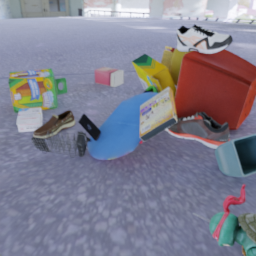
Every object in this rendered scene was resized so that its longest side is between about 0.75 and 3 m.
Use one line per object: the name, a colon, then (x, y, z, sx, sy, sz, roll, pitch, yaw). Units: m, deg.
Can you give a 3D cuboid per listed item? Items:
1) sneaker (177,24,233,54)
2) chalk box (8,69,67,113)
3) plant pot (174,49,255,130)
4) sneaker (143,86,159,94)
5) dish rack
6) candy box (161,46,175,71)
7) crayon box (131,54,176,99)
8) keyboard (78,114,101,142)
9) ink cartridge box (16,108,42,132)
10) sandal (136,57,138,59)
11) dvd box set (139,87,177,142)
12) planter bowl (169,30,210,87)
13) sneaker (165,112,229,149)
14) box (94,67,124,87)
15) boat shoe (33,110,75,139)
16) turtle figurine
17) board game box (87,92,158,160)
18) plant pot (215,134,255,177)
sneaker: (2.186, -2.683, 8.371, 1.862, 0.745, 0.687, 15, 47, 41)
chalk box: (-3.317, -1.451, 10.546, 2.023, 1.263, 1.254, -9, 28, -16)
plant pot: (2.980, -1.199, 9.107, 2.042, 2.315, 2.317, 24, 35, 27)
sneaker: (0.314, -0.638, 9.016, 0.734, 0.802, 1.882, 24, 63, 32)
dish rack: (-1.739, 0.396, 7.135, 1.340, 1.027, 0.365, 7, 62, -2)
candy box: (1.609, -2.578, 12.234, 0.489, 1.730, 1.009, 15, 29, 4)
crayon box: (1.113, -1.592, 10.308, 0.671, 1.678, 2.643, -30, 32, -2)
keyboard: (-1.130, 0.057, 7.929, 0.870, 0.553, 0.090, 45, 23, 26)
ink cartridge box: (-3.158, -0.220, 9.014, 0.714, 0.421, 1.240, -5, 27, -13)
sandal: (0.950, -3.798, 15.946, 1.011, 0.611, 2.485, -7, 27, -14)
dvd box set: (0.710, -0.360, 6.874, 0.975, 0.196, 1.332, -33, 30, 25)
planter bowl: (2.288, -2.354, 10.683, 1.135, 2.726, 2.726, 14, 30, 23)
sneaker: (2.009, -0.137, 8.327, 2.181, 0.893, 0.840, 18, 32, 32)
box: (-0.887, -2.391, 13.100, 1.182, 0.644, 0.756, 16, 31, 29)
boat shoe: (-2.324, -0.158, 8.737, 0.564, 0.565, 1.528, 17, 31, 30)
turtle figurine: (2.070, 1.919, 3.866, 2.762, 1.391, 2.068, 20, 33, 24)
board game box: (0.068, 0.041, 7.800, 2.015, 0.497, 2.551, 9, 54, 50)
plant pot: (2.583, 0.696, 6.664, 0.849, 0.847, 0.865, -11, -9, -26)
